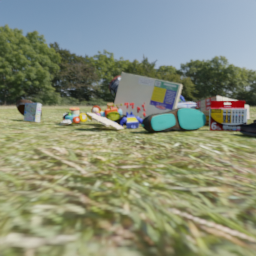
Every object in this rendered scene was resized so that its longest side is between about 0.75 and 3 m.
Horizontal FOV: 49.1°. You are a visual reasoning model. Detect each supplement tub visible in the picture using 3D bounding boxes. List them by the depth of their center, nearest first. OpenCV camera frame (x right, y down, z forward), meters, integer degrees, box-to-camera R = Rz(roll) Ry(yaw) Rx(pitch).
[{"bbox_3d":[-0.075,-2.206,19.100,1.552,1.552,2.902,-4,42,-36],"label":"supplement tub"}]

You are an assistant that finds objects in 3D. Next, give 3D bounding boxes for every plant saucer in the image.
[{"bbox_3d":[-5.813,-1.004,16.312,1.590,0.255,1.590,10,-37,8],"label":"plant saucer"}]

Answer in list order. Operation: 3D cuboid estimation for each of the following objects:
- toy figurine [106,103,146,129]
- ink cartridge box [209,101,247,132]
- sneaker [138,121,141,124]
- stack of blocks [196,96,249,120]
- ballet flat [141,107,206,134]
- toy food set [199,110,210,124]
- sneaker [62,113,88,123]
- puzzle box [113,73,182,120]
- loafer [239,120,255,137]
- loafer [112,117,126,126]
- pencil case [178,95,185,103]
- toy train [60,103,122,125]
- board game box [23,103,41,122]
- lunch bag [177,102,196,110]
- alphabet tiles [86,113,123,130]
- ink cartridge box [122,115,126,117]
[{"bbox_3d":[0.009,-0.372,11.282,1.666,0.879,0.998,-3,44,-12],"label":"toy figurine"},{"bbox_3d":[3.713,-0.455,10.452,1.298,1.139,0.544,1,5,14],"label":"ink cartridge box"},{"bbox_3d":[0.582,-0.466,13.835,1.636,0.606,0.724,6,-5,-26],"label":"sneaker"},{"bbox_3d":[4.563,-0.823,13.163,2.408,0.705,1.386,7,-11,-27],"label":"stack of blocks"},{"bbox_3d":[1.616,-0.284,10.305,2.651,0.901,0.907,-3,-2,-29],"label":"ballet flat"},{"bbox_3d":[3.567,-0.347,12.838,1.396,0.406,2.022,-4,-12,38],"label":"toy food set"},{"bbox_3d":[-2.561,-0.563,13.731,0.650,0.562,1.485,-18,-3,28],"label":"sneaker"},{"bbox_3d":[0.806,-1.274,12.446,2.832,1.884,0.360,16,4,20],"label":"puzzle box"},{"bbox_3d":[4.525,-0.070,8.469,0.860,0.754,2.393,-4,7,-34],"label":"loafer"},{"bbox_3d":[-0.338,-0.345,12.838,1.280,0.435,0.449,-3,19,-1],"label":"loafer"},{"bbox_3d":[2.475,-1.234,16.372,1.752,0.684,0.761,-35,2,6],"label":"pencil case"},{"bbox_3d":[-1.705,-0.680,12.601,2.703,0.752,2.031,-9,1,-8],"label":"toy train"},{"bbox_3d":[-5.184,-0.833,15.129,0.246,0.966,1.437,7,-1,-45],"label":"board game box"},{"bbox_3d":[2.506,-0.801,14.549,2.084,0.983,2.601,-5,4,-18],"label":"lunch bag"},{"bbox_3d":[-0.885,-0.236,10.782,1.398,0.104,1.430,25,6,12],"label":"alphabet tiles"},{"bbox_3d":[0.619,-0.805,16.922,1.550,0.582,1.277,-5,7,-40],"label":"ink cartridge box"}]
